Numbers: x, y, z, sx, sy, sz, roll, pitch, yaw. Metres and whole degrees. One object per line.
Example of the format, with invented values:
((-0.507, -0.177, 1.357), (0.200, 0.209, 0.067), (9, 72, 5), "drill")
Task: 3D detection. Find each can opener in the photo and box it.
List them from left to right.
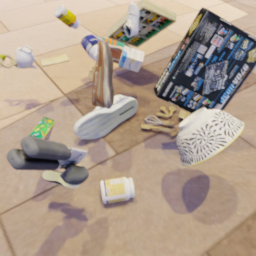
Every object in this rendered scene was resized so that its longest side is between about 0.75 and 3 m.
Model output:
((-1.409, 0.758, 5.829), (0.668, 2.505, 0.837), (-41, 75, 4), "can opener")

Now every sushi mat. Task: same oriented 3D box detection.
((-3.993, -3.661, 15.153), (1.493, 0.090, 0.714), (-18, 47, -18), "sushi mat")

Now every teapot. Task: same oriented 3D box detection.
((-3.937, -2.720, 10.891), (0.653, 0.883, 0.894), (1, 12, -6), "teapot")

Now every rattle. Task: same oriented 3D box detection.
((-4.800, -2.574, 11.310), (0.911, 0.651, 0.593), (11, 61, -42), "rattle")

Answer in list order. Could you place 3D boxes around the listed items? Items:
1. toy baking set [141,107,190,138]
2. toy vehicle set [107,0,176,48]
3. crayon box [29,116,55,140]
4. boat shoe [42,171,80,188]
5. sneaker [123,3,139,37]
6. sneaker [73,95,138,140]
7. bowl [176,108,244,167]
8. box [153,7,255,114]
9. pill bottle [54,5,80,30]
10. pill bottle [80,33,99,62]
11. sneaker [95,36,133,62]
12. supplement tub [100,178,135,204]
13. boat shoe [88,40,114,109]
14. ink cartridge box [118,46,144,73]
((1.608, -0.215, 11.390), (2.124, 0.247, 1.630), (-33, 49, -31), "toy baking set")
((0.518, -4.518, 12.456), (1.787, 2.876, 0.381), (7, 77, -32), "toy vehicle set")
((-2.504, 0.293, 7.906), (0.374, 0.763, 1.284), (23, 24, -8), "crayon box")
((-1.821, 1.408, 7.669), (1.052, 0.329, 0.374), (15, 70, -5), "boat shoe")
((0.097, -3.489, 9.103), (0.382, 1.038, 0.600), (8, 31, 25), "sneaker")
((-0.985, -0.456, 11.186), (2.994, 1.093, 1.060), (-27, 34, -34), "sneaker")
((1.984, 0.078, 7.599), (1.983, 1.983, 0.931), (-40, 93, -34), "bowl")
((2.515, -1.831, 8.809), (2.331, 2.932, 0.675), (21, 26, -17), "box")
((-2.144, -3.911, 9.975), (0.483, 0.884, 0.483), (-20, 58, 35), "pill bottle")
((-1.487, -3.482, 12.311), (0.771, 0.771, 1.332), (-23, 59, -23), "pill bottle")
((-0.905, -4.393, 15.393), (2.750, 0.982, 1.099), (29, 42, 25), "sneaker")
((-0.339, 1.931, 8.701), (0.993, 0.722, 0.722), (-7, 44, -8), "supplement tub")
((-0.825, -1.524, 8.112), (0.704, 1.961, 0.742), (1, 7, 11), "boat shoe")
((0.136, -2.801, 11.447), (0.869, 0.628, 0.639), (17, 53, -8), "ink cartridge box")
